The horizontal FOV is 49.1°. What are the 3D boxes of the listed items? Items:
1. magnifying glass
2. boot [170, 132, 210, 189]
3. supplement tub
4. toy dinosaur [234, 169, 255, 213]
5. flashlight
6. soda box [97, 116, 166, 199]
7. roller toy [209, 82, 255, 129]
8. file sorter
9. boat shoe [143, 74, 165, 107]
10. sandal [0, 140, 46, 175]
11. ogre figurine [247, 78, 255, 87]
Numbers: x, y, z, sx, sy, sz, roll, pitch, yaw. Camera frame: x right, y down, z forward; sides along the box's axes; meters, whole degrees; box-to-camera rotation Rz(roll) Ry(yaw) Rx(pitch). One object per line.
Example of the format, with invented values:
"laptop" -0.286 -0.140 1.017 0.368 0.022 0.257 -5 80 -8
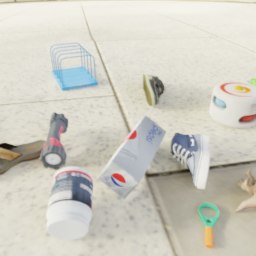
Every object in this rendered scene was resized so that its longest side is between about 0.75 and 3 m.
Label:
"magnifying glass" 2.059 2.447 7.153 0.546 0.154 1.371 7 33 11
"boot" 1.886 0.953 8.862 1.222 0.984 2.704 8 22 12
"supplement tub" -1.433 1.851 7.017 1.079 1.079 1.538 -2 43 -2
"toy dinosaur" 3.952 1.726 7.685 2.241 0.962 1.519 -38 73 -27
"flashlight" -2.469 0.400 9.800 0.823 0.820 2.422 10 30 -11
"soda box" 0.228 0.770 8.694 0.997 0.927 2.922 38 35 1
"roller toy" 4.469 -1.027 11.525 2.149 1.502 1.961 14 34 21
"file sorter" -3.043 -3.455 15.306 1.945 1.719 2.803 -12 33 -21
"boat shoe" 1.266 -1.940 13.447 0.983 1.069 2.991 -6 27 0
"sandal" -3.913 0.847 9.195 2.676 0.730 1.094 -19 36 -28
"ogre figurine" 6.740 -1.798 12.936 1.729 1.415 2.883 5 42 -14
